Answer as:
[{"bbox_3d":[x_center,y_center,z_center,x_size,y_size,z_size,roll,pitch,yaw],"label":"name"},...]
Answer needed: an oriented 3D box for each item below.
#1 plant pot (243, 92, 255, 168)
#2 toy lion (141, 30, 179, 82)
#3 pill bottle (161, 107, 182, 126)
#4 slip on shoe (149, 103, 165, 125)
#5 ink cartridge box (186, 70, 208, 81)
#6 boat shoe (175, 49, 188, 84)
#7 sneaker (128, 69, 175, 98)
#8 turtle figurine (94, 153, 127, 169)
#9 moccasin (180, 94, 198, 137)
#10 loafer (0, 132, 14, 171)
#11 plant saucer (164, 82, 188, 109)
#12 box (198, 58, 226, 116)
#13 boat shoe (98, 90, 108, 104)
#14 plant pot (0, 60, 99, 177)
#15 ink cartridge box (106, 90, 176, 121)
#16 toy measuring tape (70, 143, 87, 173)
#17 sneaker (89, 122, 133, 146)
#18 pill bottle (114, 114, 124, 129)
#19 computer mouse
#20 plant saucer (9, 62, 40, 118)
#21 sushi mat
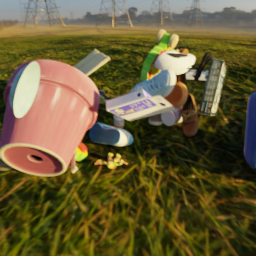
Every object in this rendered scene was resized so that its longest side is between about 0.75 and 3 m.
[{"bbox_3d":[5.033,-0.089,8.252,2.501,2.781,2.781,14,28,40],"label":"plant pot"},{"bbox_3d":[1.260,-2.665,11.408,0.770,2.150,2.243,29,0,18],"label":"toy lion"},{"bbox_3d":[1.969,-0.538,11.648,0.680,0.680,1.200,19,27,37],"label":"pill bottle"},{"bbox_3d":[1.301,-0.601,12.059,0.636,0.507,1.673,9,26,20],"label":"slip on shoe"},{"bbox_3d":[5.068,-3.665,19.180,1.972,0.432,1.991,7,23,17],"label":"ink cartridge box"},{"bbox_3d":[2.084,-2.519,11.662,0.599,1.702,0.599,-31,49,-32],"label":"boat shoe"},{"bbox_3d":[0.715,-1.312,9.909,0.949,0.856,2.317,-14,-13,-35],"label":"sneaker"},{"bbox_3d":[-0.460,1.049,8.540,1.004,0.323,0.810,-5,15,11],"label":"turtle figurine"},{"bbox_3d":[2.378,-0.519,10.861,0.684,0.722,1.871,-6,56,32],"label":"moccasin"},{"bbox_3d":[-4.183,0.631,8.837,2.483,0.837,0.944,14,27,29],"label":"loafer"},{"bbox_3d":[1.861,-1.301,11.137,0.200,1.069,1.069,5,14,-45],"label":"plant saucer"},{"bbox_3d":[3.525,-1.606,11.592,0.507,2.204,1.752,14,8,22],"label":"box"},{"bbox_3d":[-1.332,-1.493,12.949,0.588,0.553,1.637,-5,-2,8],"label":"boat shoe"},{"bbox_3d":[-2.388,-0.107,8.082,2.782,2.782,2.490,3,55,7],"label":"plant pot"},{"bbox_3d":[0.422,-0.653,8.182,1.612,0.350,1.597,-13,-16,23],"label":"ink cartridge box"},{"bbox_3d":[-1.526,0.920,8.609,0.603,0.603,1.640,-5,30,-11],"label":"toy measuring tape"},{"bbox_3d":[-0.680,0.279,9.963,0.776,0.735,1.921,14,2,-44],"label":"sneaker"},{"bbox_3d":[-0.355,-0.339,10.857,0.412,0.753,0.412,1,54,-2],"label":"pill bottle"},{"bbox_3d":[2.075,-2.304,10.492,2.430,1.333,0.533,-4,56,-30],"label":"computer mouse"},{"bbox_3d":[-2.423,-0.902,6.439,0.260,1.348,1.348,18,24,-3],"label":"plant saucer"},{"bbox_3d":[-1.593,-1.621,8.452,2.139,0.129,1.023,-39,44,-12],"label":"sushi mat"}]
